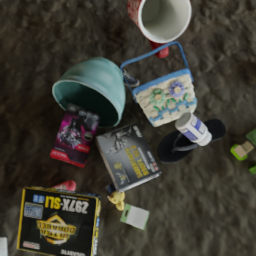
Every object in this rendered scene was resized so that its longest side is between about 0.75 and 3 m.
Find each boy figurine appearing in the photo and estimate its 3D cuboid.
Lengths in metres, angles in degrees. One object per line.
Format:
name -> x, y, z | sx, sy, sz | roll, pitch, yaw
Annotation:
boy figurine -> -0.404, 2.462, 10.066 | 0.629, 0.326, 1.011 | -22, 72, -28

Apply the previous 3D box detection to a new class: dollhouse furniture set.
dollhouse furniture set -> 5.047, 0.596, 10.447 | 1.946, 0.976, 1.275 | -35, 72, -13

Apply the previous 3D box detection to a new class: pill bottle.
pill bottle -> 2.339, 0.070, 9.929 | 1.228, 0.735, 0.735 | 39, 70, -22

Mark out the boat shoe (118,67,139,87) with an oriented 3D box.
boat shoe -> -0.148, -2.149, 11.712 | 1.271, 0.589, 0.474 | 16, 61, 7

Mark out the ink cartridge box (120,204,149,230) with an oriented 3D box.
ink cartridge box -> 0.230, 3.126, 9.864 | 0.867, 0.208, 0.631 | 18, 70, 7

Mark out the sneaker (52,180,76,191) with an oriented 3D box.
sneaker -> -2.522, 2.307, 9.967 | 1.431, 0.621, 0.528 | -27, 71, -11

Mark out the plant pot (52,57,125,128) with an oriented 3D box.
plant pot -> -1.212, -1.488, 10.491 | 2.647, 2.647, 1.773 | 20, 62, 8

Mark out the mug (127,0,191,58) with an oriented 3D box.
mug -> 0.912, -4.533, 11.559 | 1.998, 2.658, 2.995 | 12, 25, -20

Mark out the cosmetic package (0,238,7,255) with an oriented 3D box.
cosmetic package -> -5.513, 4.509, 9.032 | 2.952, 0.747, 1.218 | -12, 70, -5

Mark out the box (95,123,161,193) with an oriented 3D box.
box -> -0.024, 1.064, 10.370 | 1.717, 0.524, 2.168 | -19, 69, -18

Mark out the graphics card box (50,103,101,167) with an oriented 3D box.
graphics card box -> -1.962, 0.271, 10.593 | 1.336, 0.542, 2.130 | 19, 73, -7

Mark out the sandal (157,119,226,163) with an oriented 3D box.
sandal -> 2.370, 0.381, 10.651 | 2.875, 0.616, 1.093 | -27, 75, -7

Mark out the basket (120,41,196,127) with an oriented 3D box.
basket -> 1.305, -1.667, 10.711 | 2.501, 1.973, 2.836 | -24, 76, 4

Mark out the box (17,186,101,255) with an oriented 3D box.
box -> -2.208, 3.029, 9.023 | 2.514, 0.620, 2.008 | 6, 87, 10
